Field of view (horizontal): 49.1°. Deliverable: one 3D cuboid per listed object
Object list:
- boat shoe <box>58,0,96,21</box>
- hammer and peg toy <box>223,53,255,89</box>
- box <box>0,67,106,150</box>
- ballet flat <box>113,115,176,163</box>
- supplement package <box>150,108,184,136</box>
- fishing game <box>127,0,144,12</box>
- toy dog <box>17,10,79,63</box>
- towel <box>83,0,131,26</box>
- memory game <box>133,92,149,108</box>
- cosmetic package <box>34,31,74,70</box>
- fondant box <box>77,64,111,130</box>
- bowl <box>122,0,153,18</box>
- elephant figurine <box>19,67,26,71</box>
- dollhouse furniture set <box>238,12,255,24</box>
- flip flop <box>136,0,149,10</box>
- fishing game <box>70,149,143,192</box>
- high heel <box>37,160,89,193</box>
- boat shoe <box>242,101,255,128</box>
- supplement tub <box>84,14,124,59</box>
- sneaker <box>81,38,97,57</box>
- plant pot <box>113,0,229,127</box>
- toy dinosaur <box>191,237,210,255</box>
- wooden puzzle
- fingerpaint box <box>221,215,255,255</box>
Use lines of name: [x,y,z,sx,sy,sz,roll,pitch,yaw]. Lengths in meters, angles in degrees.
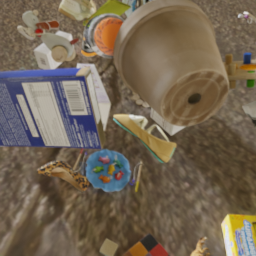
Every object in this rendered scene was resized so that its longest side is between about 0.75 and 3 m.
boat shoe: [-1.647,-4.540,10.107,1.007,0.907,2.791,28,27,-4]
hammer and peg toy: [3.381,-1.526,7.169,1.827,0.644,1.343,-2,28,14]
box: [-1.841,-0.323,5.426,2.623,1.589,0.425,0,35,13]
ballet flat: [0.290,0.061,4.796,1.324,0.454,0.417,41,97,29]
supplement package: [1.904,-0.988,9.339,2.000,1.558,1.109,-30,56,-23]
fishing game: [0.408,-4.008,9.698,0.189,0.869,1.214,-43,94,-21]
toy dog: [-2.040,-2.583,7.705,0.835,1.734,1.144,-39,32,20]
towel: [-0.754,-3.768,9.360,0.789,1.833,0.166,1,83,-36]
memory game: [0.787,-1.207,10.506,1.284,0.082,1.284,0,50,0]
cosmetic package: [-3.026,-3.200,11.667,0.702,0.890,1.654,21,51,19]
fondant box: [-0.854,-0.583,6.206,0.427,1.057,1.465,-4,45,-23]
bowl: [0.783,-4.524,9.977,1.837,1.837,0.826,19,45,15]
elephant figurine: [-3.264,-1.341,10.039,1.187,1.302,1.678,10,10,-37]
dollhouse furniture set: [4.281,-3.336,8.518,1.262,1.408,1.777,29,22,-12]
flip flop: [0.422,-3.744,8.258,0.399,0.561,1.385,-3,33,1]
fishing game: [-0.577,1.188,8.125,1.975,0.307,1.414,20,50,-1]
high heel: [-1.849,1.439,7.951,1.442,0.515,1.028,-3,43,-14]
boat shoe: [3.164,-0.298,6.437,0.860,0.710,2.507,-20,0,25]
supplement tub: [-0.617,-2.664,8.116,1.186,1.186,1.935,-12,22,-10]
sneaker: [-1.119,-3.758,12.225,1.996,0.771,0.781,-28,53,-24]
plant pot: [1.184,-1.382,6.765,2.687,2.687,2.331,-11,46,-9]
toy dinosaur: [1.588,3.171,6.650,0.688,0.391,1.295,27,40,33]
wooden puzzle: [0.443,3.618,6.333,1.719,0.204,2.898,-32,57,-24]
fingerpaint box: [3.204,3.094,6.434,1.659,0.729,1.988,3,50,2]
